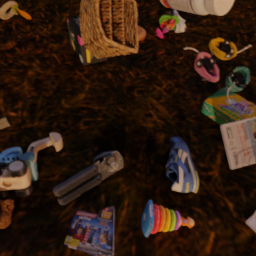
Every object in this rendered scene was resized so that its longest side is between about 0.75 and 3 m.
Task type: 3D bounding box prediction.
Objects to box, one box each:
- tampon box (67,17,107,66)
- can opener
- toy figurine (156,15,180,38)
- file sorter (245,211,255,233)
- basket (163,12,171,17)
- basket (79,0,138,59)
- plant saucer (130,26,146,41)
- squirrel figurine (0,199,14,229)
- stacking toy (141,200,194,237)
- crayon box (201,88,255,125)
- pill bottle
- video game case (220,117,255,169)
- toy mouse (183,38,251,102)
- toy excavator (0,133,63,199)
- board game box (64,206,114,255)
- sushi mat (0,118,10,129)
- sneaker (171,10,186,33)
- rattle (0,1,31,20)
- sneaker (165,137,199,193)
[{"bbox_3d":[-1.957,-4.238,13.416,1.251,1.486,1.982,-18,50,-16],"label":"tampon box"},{"bbox_3d":[-1.231,1.481,8.840,2.426,0.647,0.811,-29,21,-24],"label":"can opener"},{"bbox_3d":[2.003,-5.261,14.815,1.244,0.934,1.145,-1,51,45],"label":"toy figurine"},{"bbox_3d":[4.195,2.613,7.411,1.061,0.953,1.530,-28,53,-23],"label":"file sorter"},{"bbox_3d":[2.174,-6.338,16.037,0.568,0.544,0.762,5,47,3],"label":"basket"},{"bbox_3d":[-0.557,-3.294,8.510,1.455,1.394,1.954,-4,77,18],"label":"basket"},{"bbox_3d":[0.162,-5.160,15.140,1.595,0.257,1.595,0,48,0],"label":"plant saucer"},{"bbox_3d":[-3.813,2.359,7.918,1.103,0.780,1.029,-1,35,-21],"label":"squirrel figurine"},{"bbox_3d":[1.150,2.555,7.721,1.446,0.794,0.839,9,44,-8],"label":"stacking toy"},{"bbox_3d":[4.040,-0.532,10.546,1.286,0.631,2.166,-32,55,-26],"label":"crayon box"},{"bbox_3d":[2.360,-4.758,9.808,1.377,1.377,2.514,-31,44,-26],"label":"pill bottle"},{"bbox_3d":[4.190,0.416,9.370,2.079,0.187,1.489,-13,88,-11],"label":"video game case"},{"bbox_3d":[2.797,-1.686,8.485,2.518,0.487,2.238,5,68,-20],"label":"toy mouse"},{"bbox_3d":[-3.270,0.989,8.959,2.165,1.112,2.227,-4,38,-6],"label":"toy excavator"},{"bbox_3d":[-0.872,2.741,7.658,1.313,0.405,1.313,10,47,9],"label":"board game box"},{"bbox_3d":[-5.068,-0.014,10.458,1.159,0.070,0.554,-25,52,-21],"label":"sushi mat"},{"bbox_3d":[2.816,-5.906,15.644,0.656,0.677,1.853,3,55,-10],"label":"sneaker"},{"bbox_3d":[-6.778,-6.225,15.896,1.235,1.355,1.898,-16,28,47],"label":"rattle"},{"bbox_3d":[1.563,1.121,8.940,0.859,0.773,2.089,-8,47,-4],"label":"sneaker"}]
